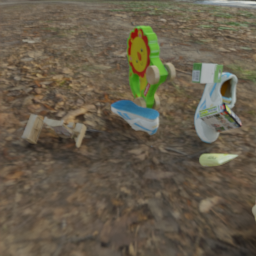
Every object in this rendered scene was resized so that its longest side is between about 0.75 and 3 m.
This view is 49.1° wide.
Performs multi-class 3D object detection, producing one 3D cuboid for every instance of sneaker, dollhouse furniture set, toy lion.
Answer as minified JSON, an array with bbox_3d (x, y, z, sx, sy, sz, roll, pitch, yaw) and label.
[{"bbox_3d":[2.739,-0.614,8.735,0.864,2.259,0.912,10,5,-16],"label":"sneaker"},{"bbox_3d":[0.164,-0.375,9.586,1.936,0.782,0.741,26,45,34],"label":"sneaker"},{"bbox_3d":[-2.203,0.249,8.857,1.838,0.953,0.814,10,71,17],"label":"dollhouse furniture set"},{"bbox_3d":[0.559,-2.219,10.261,0.898,2.616,2.508,-14,61,-23],"label":"toy lion"}]

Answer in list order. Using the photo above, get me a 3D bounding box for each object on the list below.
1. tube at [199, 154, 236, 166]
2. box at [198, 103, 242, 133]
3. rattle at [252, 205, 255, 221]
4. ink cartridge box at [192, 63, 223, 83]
[{"bbox_3d":[2.092,0.757,6.671,0.321,0.359,1.238,28,-10,-4],"label":"tube"},{"bbox_3d":[2.621,-0.249,7.922,0.759,1.379,0.239,-17,62,32],"label":"box"},{"bbox_3d":[2.544,2.427,5.446,1.759,1.930,2.701,32,14,-9],"label":"rattle"},{"bbox_3d":[2.250,-1.544,7.940,1.031,0.535,0.306,-9,17,-40],"label":"ink cartridge box"}]
